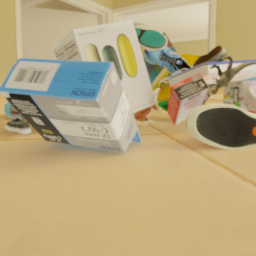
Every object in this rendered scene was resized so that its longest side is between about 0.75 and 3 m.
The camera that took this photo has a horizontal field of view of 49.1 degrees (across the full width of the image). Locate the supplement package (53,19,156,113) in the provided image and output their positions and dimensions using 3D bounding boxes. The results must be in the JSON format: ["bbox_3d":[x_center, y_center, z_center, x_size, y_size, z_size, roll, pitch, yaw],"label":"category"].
[{"bbox_3d":[-0.784,-1.657,8.898,2.029,2.673,2.014,-22,11,-28],"label":"supplement package"}]

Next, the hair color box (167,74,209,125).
[{"bbox_3d":[1.679,-0.768,8.111,0.892,0.538,1.757,-25,-20,-6],"label":"hair color box"}]

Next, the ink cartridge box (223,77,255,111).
[{"bbox_3d":[5.090,-1.439,11.922,1.512,2.070,1.519,-2,10,-11],"label":"ink cartridge box"}]

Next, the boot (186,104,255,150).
[{"bbox_3d":[2.486,-0.108,7.508,2.875,1.041,2.074,4,7,-20],"label":"boot"}]

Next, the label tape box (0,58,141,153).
[{"bbox_3d":[-1.026,-0.173,6.234,2.091,0.965,2.919,7,-32,19],"label":"label tape box"}]

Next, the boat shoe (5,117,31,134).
[{"bbox_3d":[-3.520,-0.128,8.996,1.340,0.475,0.483,8,12,39],"label":"boat shoe"}]

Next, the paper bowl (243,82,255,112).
[{"bbox_3d":[5.241,-0.839,10.357,1.912,0.994,1.912,5,39,-4],"label":"paper bowl"}]

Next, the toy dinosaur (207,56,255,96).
[{"bbox_3d":[2.265,-1.299,6.440,1.316,0.580,0.312,-37,8,10],"label":"toy dinosaur"}]

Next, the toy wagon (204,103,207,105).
[{"bbox_3d":[4.923,-0.973,14.092,2.288,0.453,1.775,5,11,31],"label":"toy wagon"}]

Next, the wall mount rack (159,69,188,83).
[{"bbox_3d":[1.590,-1.713,9.705,0.911,0.391,1.048,15,-28,-38],"label":"wall mount rack"}]

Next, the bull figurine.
[{"bbox_3d":[0.749,-0.671,9.743,0.730,1.203,0.392,39,10,-9],"label":"bull figurine"}]

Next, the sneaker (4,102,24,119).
[{"bbox_3d":[-4.105,-0.825,12.392,1.159,0.962,2.425,16,26,33],"label":"sneaker"}]

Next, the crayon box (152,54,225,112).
[{"bbox_3d":[2.439,-1.847,11.834,2.356,2.730,0.796,26,-18,49],"label":"crayon box"}]

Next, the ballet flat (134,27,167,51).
[{"bbox_3d":[0.509,-2.931,9.366,2.034,0.706,0.706,27,23,31],"label":"ballet flat"}]

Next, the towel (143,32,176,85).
[{"bbox_3d":[1.167,-2.749,11.389,0.200,1.846,1.354,40,3,35],"label":"towel"}]

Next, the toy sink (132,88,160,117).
[{"bbox_3d":[0.415,-1.160,10.703,0.775,1.384,0.902,43,34,4],"label":"toy sink"}]

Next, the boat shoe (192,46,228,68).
[{"bbox_3d":[2.811,-2.325,9.714,0.414,0.484,1.320,21,-29,-30],"label":"boat shoe"}]

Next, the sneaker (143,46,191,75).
[{"bbox_3d":[1.626,-2.660,10.766,2.364,0.927,1.063,17,10,-38],"label":"sneaker"}]

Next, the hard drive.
[{"bbox_3d":[3.039,-1.719,8.788,2.924,0.371,1.929,-9,0,-23],"label":"hard drive"}]
